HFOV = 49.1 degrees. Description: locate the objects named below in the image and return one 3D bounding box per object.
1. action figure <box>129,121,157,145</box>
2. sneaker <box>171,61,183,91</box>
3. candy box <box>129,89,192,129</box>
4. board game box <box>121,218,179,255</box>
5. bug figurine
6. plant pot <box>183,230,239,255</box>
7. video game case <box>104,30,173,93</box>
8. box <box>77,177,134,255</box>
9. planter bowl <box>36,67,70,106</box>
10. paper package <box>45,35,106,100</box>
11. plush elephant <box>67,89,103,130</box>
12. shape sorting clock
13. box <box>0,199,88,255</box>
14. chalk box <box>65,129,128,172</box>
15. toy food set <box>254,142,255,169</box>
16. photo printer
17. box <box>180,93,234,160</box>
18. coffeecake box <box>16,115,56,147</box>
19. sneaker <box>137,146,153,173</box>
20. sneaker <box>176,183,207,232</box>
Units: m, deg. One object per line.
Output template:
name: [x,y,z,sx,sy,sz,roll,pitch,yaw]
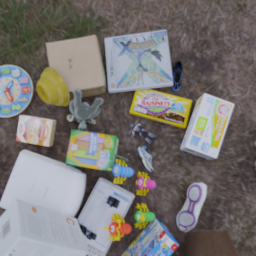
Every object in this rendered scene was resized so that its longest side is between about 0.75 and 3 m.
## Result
action figure: [0.532,0.168,10.976,1.180,0.409,0.768,33,96,12]
sneaker: [1.965,-2.111,11.302,0.426,0.473,1.214,4,81,0]
candy box: [1.295,-0.834,11.200,2.292,0.303,1.172,15,78,2]
board game box: [0.618,4.243,9.555,0.578,2.069,2.026,43,83,-1]
bug figurine: [0.137,2.549,9.953,2.188,0.726,2.822,12,75,-38]
plant pot: [2.835,5.016,9.392,2.717,2.717,2.907,-2,65,0]
video game case: [0.389,-2.669,11.244,2.569,0.283,2.342,-6,79,5]
box: [-0.980,3.323,10.341,1.514,0.780,2.596,28,83,3]
planter bowl: [-2.974,-1.413,10.574,0.670,1.608,1.608,-34,82,-36]
paper package: [-2.002,-2.333,11.017,2.034,1.104,2.134,-11,81,-1]
plush elephant: [-1.731,-0.615,10.737,1.201,1.129,1.458,13,86,-19]
shape sorting clock: [-4.878,-1.485,11.237,2.158,0.423,2.158,0,81,0]
box: [-2.701,3.472,8.750,2.454,1.526,1.196,34,99,-36]
chalk box: [-1.058,0.897,10.434,2.153,1.339,1.333,9,82,0]
toy food set: [5.561,1.658,10.567,1.564,0.387,2.460,-6,67,-16]
photo printer: [-3.034,2.313,10.403,2.737,0.950,2.277,20,83,3]
box: [2.982,-0.025,10.671,1.230,1.109,2.188,20,82,3]
coffeecake box: [-3.554,0.109,10.851,1.319,0.482,1.013,9,93,5]
sneaker: [0.758,1.187,10.821,0.466,0.422,1.094,-28,83,5]
sneaker: [2.445,2.941,10.337,0.743,0.988,1.984,27,104,32]
